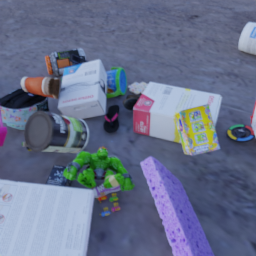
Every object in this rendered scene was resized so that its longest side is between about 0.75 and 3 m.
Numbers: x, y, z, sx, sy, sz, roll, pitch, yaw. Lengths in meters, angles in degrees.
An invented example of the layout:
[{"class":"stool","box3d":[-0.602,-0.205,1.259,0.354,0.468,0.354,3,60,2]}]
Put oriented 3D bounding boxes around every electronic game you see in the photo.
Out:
[{"class":"electronic game","box3d":[3.986,0.186,9.909,0.945,0.197,0.945,-9,36,7]}]

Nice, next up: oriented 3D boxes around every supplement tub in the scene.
[{"class":"supplement tub","box3d":[-2.954,-3.105,13.334,1.807,1.107,1.107,-12,41,-14]},{"class":"supplement tub","box3d":[7.249,-4.511,14.694,2.370,1.563,1.563,27,46,29]}]

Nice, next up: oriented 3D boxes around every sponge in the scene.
[{"class":"sponge","box3d":[1.226,2.128,6.638,0.432,1.617,2.898,-35,39,14]}]

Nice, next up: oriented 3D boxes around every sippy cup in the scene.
[{"class":"sippy cup","box3d":[-0.727,-1.970,12.051,1.090,1.168,1.487,1,18,17]}]

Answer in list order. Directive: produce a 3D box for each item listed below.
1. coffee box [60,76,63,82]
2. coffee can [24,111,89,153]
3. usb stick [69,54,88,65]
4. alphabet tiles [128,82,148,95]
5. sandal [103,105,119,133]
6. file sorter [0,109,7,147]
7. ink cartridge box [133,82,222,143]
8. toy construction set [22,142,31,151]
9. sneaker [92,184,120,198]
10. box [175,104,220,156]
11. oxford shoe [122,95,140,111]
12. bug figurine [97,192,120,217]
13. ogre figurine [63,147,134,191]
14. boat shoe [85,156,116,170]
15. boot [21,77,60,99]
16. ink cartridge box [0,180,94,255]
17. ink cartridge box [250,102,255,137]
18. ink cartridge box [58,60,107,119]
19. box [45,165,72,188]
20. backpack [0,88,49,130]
[{"class":"coffee box","box3d":[-2.119,-2.177,12.773,1.705,0.375,1.048,-15,42,-17]},{"class":"coffee can","box3d":[-2.141,0.173,8.537,1.161,1.161,1.586,29,9,31]},{"class":"usb stick","box3d":[-1.901,-2.677,11.468,0.202,0.343,1.238,-8,-12,36]},{"class":"alphabet tiles","box3d":[0.523,-1.757,12.356,0.952,0.071,0.973,30,45,29]},{"class":"sandal","box3d":[-0.624,-0.414,10.432,0.590,0.354,1.571,-6,43,8]},{"class":"file sorter","box3d":[-4.845,-0.228,7.762,2.446,1.700,1.534,-7,78,-30]},{"class":"ink cartridge box","box3d":[1.777,-0.506,10.105,2.744,1.145,1.992,13,39,17]},{"class":"toy construction set","box3d":[-3.109,0.267,9.476,0.900,0.977,1.171,-5,28,8]},{"class":"sneaker","box3d":[-0.649,1.645,8.026,0.920,0.525,0.334,-18,44,-18]},{"class":"box","box3d":[1.928,0.083,7.995,0.789,1.246,1.294,-14,-4,1]},{"class":"oxford shoe","box3d":[0.085,-1.012,10.857,0.580,0.499,1.374,31,20,19]},{"class":"bug figurine","box3d":[-0.531,2.115,7.699,0.601,0.199,0.775,-7,38,-11]},{"class":"ogre figurine","box3d":[-0.805,1.142,7.744,1.867,0.916,1.119,-3,33,-8]},{"class":"boat shoe","box3d":[-0.821,1.143,8.624,1.054,0.317,0.376,-22,83,-8]},{"class":"boot","box3d":[-3.004,-1.455,9.853,1.054,0.737,1.965,5,0,2]},{"class":"ink cartridge box","box3d":[-2.414,2.450,6.467,2.989,0.749,2.406,6,46,-2]},{"class":"ink cartridge box","box3d":[4.839,-0.176,8.768,1.580,0.915,2.720,7,25,13]},{"class":"ink cartridge box","box3d":[-1.703,-1.451,10.846,1.573,0.908,2.168,-10,52,12]},{"class":"box","box3d":[-1.983,1.535,8.136,0.575,0.415,0.775,7,51,9]},{"class":"backpack","box3d":[-3.889,-0.668,10.151,1.507,1.278,1.698,15,25,14]}]
